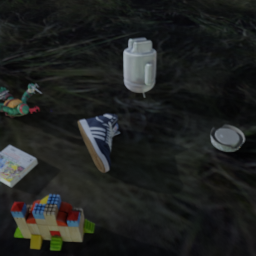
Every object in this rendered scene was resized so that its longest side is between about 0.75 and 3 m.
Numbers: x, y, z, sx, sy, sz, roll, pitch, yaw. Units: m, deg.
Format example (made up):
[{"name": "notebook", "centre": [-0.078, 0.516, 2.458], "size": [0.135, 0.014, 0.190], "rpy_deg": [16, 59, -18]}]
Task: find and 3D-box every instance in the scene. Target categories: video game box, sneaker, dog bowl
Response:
[{"name": "video game box", "centre": [-4.199, 1.333, 9.997], "size": [1.394, 0.326, 1.270], "rpy_deg": [21, 43, 22]}, {"name": "sneaker", "centre": [-0.820, 0.410, 10.552], "size": [1.510, 0.976, 2.784], "rpy_deg": [-18, 42, -16]}, {"name": "dog bowl", "centre": [3.854, 0.424, 10.981], "size": [1.280, 0.375, 1.280], "rpy_deg": [0, 41, 0]}]

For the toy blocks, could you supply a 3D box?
[{"name": "toy blocks", "centre": [-2.150, 2.482, 7.769], "size": [2.271, 1.552, 1.135], "rpy_deg": [3, 42, 3]}]

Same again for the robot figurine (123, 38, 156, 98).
[{"name": "robot figurine", "centre": [0.530, -2.709, 12.765], "size": [1.457, 2.581, 2.189], "rpy_deg": [-10, 33, -16]}]

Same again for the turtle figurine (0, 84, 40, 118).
[{"name": "turtle figurine", "centre": [-4.995, -1.100, 11.977], "size": [2.722, 1.371, 2.038], "rpy_deg": [10, 25, 35]}]
